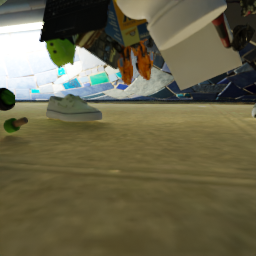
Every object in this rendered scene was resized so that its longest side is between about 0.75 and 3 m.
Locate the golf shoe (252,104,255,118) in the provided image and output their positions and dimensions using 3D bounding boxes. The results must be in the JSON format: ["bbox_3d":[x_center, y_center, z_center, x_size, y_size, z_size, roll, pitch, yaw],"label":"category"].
[{"bbox_3d":[5.276,-0.487,9.882,1.701,0.666,0.827,-2,22,31],"label":"golf shoe"}]

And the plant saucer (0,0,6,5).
[{"bbox_3d":[-2.838,-3.246,6.261,1.664,1.664,0.299,5,-21,37],"label":"plant saucer"}]

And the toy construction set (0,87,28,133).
[{"bbox_3d":[-3.979,-0.486,5.445,2.120,2.301,2.759,-16,10,24],"label":"toy construction set"}]

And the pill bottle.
[{"bbox_3d":[0.224,-2.377,3.700,1.386,2.490,1.386,-31,4,2],"label":"pill bottle"}]

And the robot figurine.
[{"bbox_3d":[0.236,-2.622,9.738,1.557,2.148,0.625,-16,41,-10],"label":"robot figurine"}]

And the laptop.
[{"bbox_3d":[-1.174,-2.693,4.834,1.735,1.958,1.011,3,-10,36],"label":"laptop"}]

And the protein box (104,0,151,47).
[{"bbox_3d":[-0.043,-3.031,6.496,1.126,1.669,1.657,-23,34,-8],"label":"protein box"}]

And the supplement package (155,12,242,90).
[{"bbox_3d":[2.189,-2.957,9.005,1.995,1.981,2.629,-21,29,25],"label":"supplement package"}]

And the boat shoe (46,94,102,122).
[{"bbox_3d":[-2.050,-0.751,9.938,2.795,0.933,1.028,5,9,38],"label":"boat shoe"}]

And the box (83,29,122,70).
[{"bbox_3d":[-0.752,-3.719,10.576,1.899,2.408,0.614,38,44,26],"label":"box"}]

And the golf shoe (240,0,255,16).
[{"bbox_3d":[2.957,-2.868,6.309,0.589,0.516,1.337,-5,15,10],"label":"golf shoe"}]

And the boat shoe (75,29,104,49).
[{"bbox_3d":[-1.012,-3.728,9.585,2.373,0.876,0.878,-43,-27,23],"label":"boat shoe"}]

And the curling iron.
[{"bbox_3d":[1.908,-2.453,5.725,0.714,0.368,2.880,-37,-37,22],"label":"curling iron"}]

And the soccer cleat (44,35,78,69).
[{"bbox_3d":[-2.058,-3.018,8.543,0.967,1.161,2.865,-15,48,4],"label":"soccer cleat"}]
